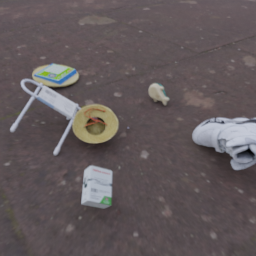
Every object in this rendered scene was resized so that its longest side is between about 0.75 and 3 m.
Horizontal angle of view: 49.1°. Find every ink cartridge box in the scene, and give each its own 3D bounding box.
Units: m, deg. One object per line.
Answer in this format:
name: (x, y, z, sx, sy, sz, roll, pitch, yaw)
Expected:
ink cartridge box: (-0.815, 1.570, 7.422, 0.705, 0.399, 0.962, 20, 53, -28)

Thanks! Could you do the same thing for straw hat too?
straw hat: (-1.153, 0.029, 10.051, 1.709, 0.723, 1.709, 2, 54, -2)

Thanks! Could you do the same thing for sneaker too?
sneaker: (3.070, 0.444, 8.706, 2.726, 1.024, 1.567, -5, 28, 40)

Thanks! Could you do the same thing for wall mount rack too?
wall mount rack: (-2.805, -0.445, 9.953, 2.733, 1.019, 2.375, 31, 29, -18)

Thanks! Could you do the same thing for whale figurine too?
whale figurine: (1.377, -1.452, 11.981, 0.549, 0.842, 1.058, -27, 63, -41)

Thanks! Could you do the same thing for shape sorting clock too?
shape sorting clock: (-3.527, -2.544, 13.675, 2.182, 0.428, 2.182, 3, 35, -2)
